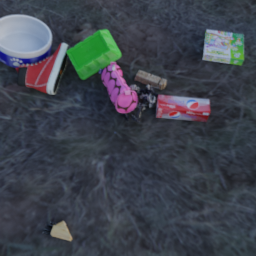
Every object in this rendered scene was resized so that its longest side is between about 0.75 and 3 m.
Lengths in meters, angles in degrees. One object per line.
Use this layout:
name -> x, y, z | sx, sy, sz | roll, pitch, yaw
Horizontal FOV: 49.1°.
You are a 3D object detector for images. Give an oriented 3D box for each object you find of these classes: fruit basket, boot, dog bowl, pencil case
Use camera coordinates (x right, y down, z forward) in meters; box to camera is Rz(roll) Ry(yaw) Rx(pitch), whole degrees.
fruit basket -> -1.375, -2.978, 11.185 | 2.052, 2.052, 1.480 | -29, 90, -17
boot -> -3.392, -2.526, 11.001 | 1.709, 0.858, 2.368 | 14, 63, 0
dog bowl -> -4.292, -3.504, 11.387 | 2.262, 0.891, 2.262 | 9, 55, -13
pencil case -> -0.347, -1.474, 10.034 | 0.962, 0.993, 2.119 | 1, 37, -26

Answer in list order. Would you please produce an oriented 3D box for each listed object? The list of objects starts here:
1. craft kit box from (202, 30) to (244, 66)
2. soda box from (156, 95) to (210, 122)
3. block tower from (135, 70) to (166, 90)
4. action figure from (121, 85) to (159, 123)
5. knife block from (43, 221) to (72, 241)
craft kit box -> 4.074, -3.464, 11.998 | 1.634, 0.396, 1.614 | 10, 61, 6
soda box -> 1.954, -0.702, 10.107 | 1.857, 0.589, 0.650 | 5, 57, 2
block tower -> 0.870, -1.882, 11.005 | 1.224, 0.354, 0.330 | 22, 60, 14
action figure -> 0.526, -1.040, 10.121 | 1.070, 0.919, 1.800 | 24, 65, 22
knife block -> -2.050, 3.004, 7.976 | 0.667, 0.243, 0.759 | -27, 58, -16
